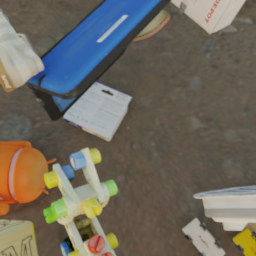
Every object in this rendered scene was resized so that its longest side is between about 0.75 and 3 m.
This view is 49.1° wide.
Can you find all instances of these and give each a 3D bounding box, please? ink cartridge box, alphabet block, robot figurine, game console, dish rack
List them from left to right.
[{"bbox_3d":[-2.344,2.305,5.034,0.980,1.004,0.985,-7,91,31],"label":"alphabet block"},{"bbox_3d":[-3.061,1.140,6.870,2.414,1.737,1.408,2,99,0],"label":"robot figurine"},{"bbox_3d":[-2.418,-1.709,6.487,0.794,0.925,0.201,-4,35,32],"label":"dish rack"},{"bbox_3d":[-0.867,-0.548,8.302,1.503,0.331,1.531,24,64,11],"label":"ink cartridge box"},{"bbox_3d":[-0.418,-1.170,5.053,2.166,1.502,2.538,22,65,45],"label":"game console"},{"bbox_3d":[1.562,-3.259,5.843,0.880,1.524,2.087,-32,71,-34],"label":"ink cartridge box"},{"bbox_3d":[2.723,1.138,4.259,2.419,2.819,0.614,6,72,-41],"label":"dish rack"}]

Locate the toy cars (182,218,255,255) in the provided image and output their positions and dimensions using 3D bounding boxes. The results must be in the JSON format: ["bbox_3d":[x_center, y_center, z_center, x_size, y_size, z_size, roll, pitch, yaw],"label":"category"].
[{"bbox_3d":[2.328,2.720,6.586,2.179,0.482,0.977,9,90,8],"label":"toy cars"}]

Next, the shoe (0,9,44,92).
[{"bbox_3d":[-1.978,-1.357,4.381,0.615,0.805,2.302,-32,54,-13],"label":"shoe"}]

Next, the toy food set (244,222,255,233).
[{"bbox_3d":[3.526,2.160,6.932,1.521,0.370,1.505,19,65,9],"label":"toy food set"}]

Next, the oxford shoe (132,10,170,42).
[{"bbox_3d":[0.150,-2.528,6.927,1.900,0.701,0.672,-30,31,-6],"label":"oxford shoe"}]

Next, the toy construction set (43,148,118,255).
[{"bbox_3d":[-0.552,1.985,4.545,1.362,1.939,2.957,-3,52,-23],"label":"toy construction set"}]
